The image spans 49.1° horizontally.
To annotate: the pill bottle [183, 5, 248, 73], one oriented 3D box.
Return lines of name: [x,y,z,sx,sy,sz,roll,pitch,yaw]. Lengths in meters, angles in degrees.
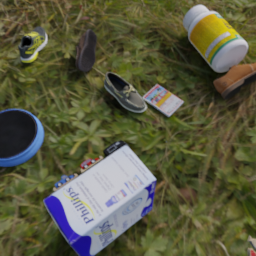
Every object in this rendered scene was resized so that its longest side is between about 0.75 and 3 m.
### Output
pill bottle: [3.542,-3.836,11.828,1.593,1.593,2.825,-22,61,-12]

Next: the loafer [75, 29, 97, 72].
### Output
loafer: [-1.867,-3.244,12.094,0.756,0.777,2.129,-14,54,35]

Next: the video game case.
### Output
video game case: [1.366,-1.090,11.023,1.320,0.115,0.944,37,65,21]

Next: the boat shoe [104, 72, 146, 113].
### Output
boat shoe: [-0.145,-1.399,10.922,2.137,0.639,0.764,40,66,21]

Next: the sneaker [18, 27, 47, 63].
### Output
sneaker: [-4.142,-3.794,12.224,0.767,0.871,2.059,8,59,4]

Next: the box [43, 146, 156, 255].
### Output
box: [-0.638,2.144,7.727,2.564,2.358,1.345,-33,60,-19]

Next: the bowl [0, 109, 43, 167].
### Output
bowl: [-4.215,0.287,10.038,2.233,0.438,2.233,0,59,0]

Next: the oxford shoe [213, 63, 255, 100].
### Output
oxford shoe: [4.637,-2.239,11.133,2.769,0.988,0.987,-30,66,-12]

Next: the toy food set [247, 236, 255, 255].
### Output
toy food set: [3.613,3.482,7.549,1.129,0.178,0.718,34,63,-18]

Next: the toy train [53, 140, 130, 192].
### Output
toy train: [-1.240,1.345,9.364,2.992,0.510,0.685,-35,60,-19]
